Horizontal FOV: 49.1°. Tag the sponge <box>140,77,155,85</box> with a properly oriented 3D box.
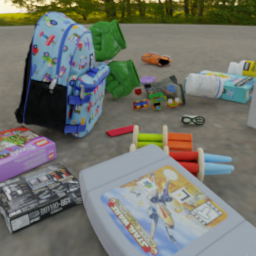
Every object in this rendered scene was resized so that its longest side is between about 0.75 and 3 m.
[{"bbox_3d":[0.841,-2.186,13.000,0.568,0.152,1.019,10,26,21],"label":"sponge"}]

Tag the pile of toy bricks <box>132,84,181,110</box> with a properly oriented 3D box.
[{"bbox_3d":[0.983,-1.023,9.928,1.636,0.908,0.808,-8,-14,6],"label":"pile of toy bricks"}]

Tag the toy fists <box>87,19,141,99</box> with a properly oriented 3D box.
[{"bbox_3d":[-0.652,-2.483,10.411,1.456,2.856,0.982,-19,16,15],"label":"toy fists"}]

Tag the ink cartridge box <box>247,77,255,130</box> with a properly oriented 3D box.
[{"bbox_3d":[5.090,-1.073,8.203,2.912,2.122,1.206,-12,27,-24],"label":"ink cartridge box"}]

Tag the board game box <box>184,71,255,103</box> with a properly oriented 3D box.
[{"bbox_3d":[3.881,-1.767,11.531,2.503,0.587,1.890,18,30,35],"label":"board game box"}]

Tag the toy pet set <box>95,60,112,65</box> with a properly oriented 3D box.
[{"bbox_3d":[-2.269,-2.887,13.421,2.980,1.583,2.783,-26,42,-1],"label":"toy pet set"}]

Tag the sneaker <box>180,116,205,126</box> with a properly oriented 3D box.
[{"bbox_3d":[1.953,-0.266,8.589,0.821,0.316,0.364,6,12,-12],"label":"sneaker"}]

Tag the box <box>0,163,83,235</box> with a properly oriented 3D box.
[{"bbox_3d":[-1.684,1.239,5.289,1.420,0.353,1.119,-18,30,-34],"label":"box"}]

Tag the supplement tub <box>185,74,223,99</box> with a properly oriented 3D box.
[{"bbox_3d":[2.750,-1.514,10.146,1.182,0.780,0.780,7,24,-4],"label":"supplement tub"}]

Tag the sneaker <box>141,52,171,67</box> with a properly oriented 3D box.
[{"bbox_3d":[1.585,-3.945,16.183,1.789,0.694,1.002,5,24,11],"label":"sneaker"}]

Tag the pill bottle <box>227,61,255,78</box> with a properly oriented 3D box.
[{"bbox_3d":[5.373,-2.327,12.148,1.931,1.086,1.086,12,27,24],"label":"pill bottle"}]

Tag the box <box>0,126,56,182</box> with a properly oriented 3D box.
[{"bbox_3d":[-3.057,0.662,6.410,1.567,0.448,2.291,21,32,38],"label":"box"}]

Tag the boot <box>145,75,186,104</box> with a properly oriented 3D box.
[{"bbox_3d":[1.380,-1.326,10.755,1.311,0.679,2.007,-16,32,1],"label":"boot"}]

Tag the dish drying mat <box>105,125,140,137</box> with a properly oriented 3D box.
[{"bbox_3d":[-0.152,0.089,8.131,0.965,0.088,0.371,-14,27,-26],"label":"dish drying mat"}]

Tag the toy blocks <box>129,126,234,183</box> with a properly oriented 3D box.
[{"bbox_3d":[1.130,0.551,6.309,2.103,0.764,1.753,2,25,5],"label":"toy blocks"}]

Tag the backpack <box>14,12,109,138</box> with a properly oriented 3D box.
[{"bbox_3d":[-1.672,-1.584,7.944,2.005,2.980,2.720,14,21,4],"label":"backpack"}]

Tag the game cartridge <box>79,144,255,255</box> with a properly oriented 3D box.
[{"bbox_3d":[0.491,1.356,4.282,1.877,0.585,2.819,-15,39,-34],"label":"game cartridge"}]
